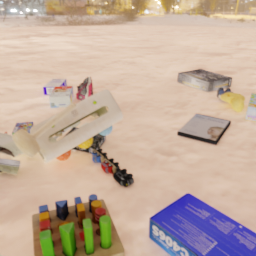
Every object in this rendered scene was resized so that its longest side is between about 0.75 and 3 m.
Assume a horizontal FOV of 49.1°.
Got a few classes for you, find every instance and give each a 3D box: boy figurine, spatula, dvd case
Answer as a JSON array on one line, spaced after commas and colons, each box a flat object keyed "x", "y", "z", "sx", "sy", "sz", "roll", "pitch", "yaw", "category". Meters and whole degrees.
[{"x": 4.611, "y": -1.259, "z": 12.284, "sx": 1.149, "sy": 0.596, "sz": 1.849, "roll": 3, "pitch": 26, "yaw": -11, "category": "boy figurine"}, {"x": -1.785, "y": 0.176, "z": 9.776, "sx": 1.421, "sy": 0.164, "sz": 2.043, "roll": 11, "pitch": 28, "yaw": 18, "category": "spatula"}, {"x": 2.785, "y": -0.004, "z": 10.129, "sx": 1.394, "sy": 0.171, "sz": 1.954, "roll": 15, "pitch": 29, "yaw": 28, "category": "dvd case"}]

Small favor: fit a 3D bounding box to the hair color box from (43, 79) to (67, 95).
[{"x": -3.666, "y": -2.076, "z": 14.149, "sx": 0.798, "sy": 0.473, "sz": 1.460, "roll": 1, "pitch": 27, "yaw": 4, "category": "hair color box"}]

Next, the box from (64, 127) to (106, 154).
[{"x": -1.435, "y": 0.390, "z": 9.053, "sx": 1.197, "sy": 0.261, "sz": 0.959, "roll": 11, "pitch": 29, "yaw": 12, "category": "box"}]

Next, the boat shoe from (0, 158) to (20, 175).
[{"x": -3.527, "y": 1.030, "z": 7.663, "sx": 1.271, "sy": 0.394, "sz": 0.458, "roll": 2, "pitch": -12, "yaw": 23, "category": "boat shoe"}]

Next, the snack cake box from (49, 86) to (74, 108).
[{"x": -3.003, "y": -1.431, "z": 12.712, "sx": 0.902, "sy": 0.527, "sz": 1.568, "roll": -4, "pitch": 25, "yaw": -4, "category": "snack cake box"}]

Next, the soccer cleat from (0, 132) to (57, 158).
[{"x": -3.158, "y": 0.549, "z": 8.422, "sx": 1.990, "sy": 0.690, "sz": 0.772, "roll": 4, "pitch": 53, "yaw": -23, "category": "soccer cleat"}]

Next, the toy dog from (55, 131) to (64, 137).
[{"x": -2.505, "y": 0.092, "z": 9.227, "sx": 0.989, "sy": 0.652, "sz": 0.476, "roll": -25, "pitch": 25, "yaw": -32, "category": "toy dog"}]

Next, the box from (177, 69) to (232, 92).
[{"x": 4.093, "y": -2.592, "z": 15.113, "sx": 1.806, "sy": 0.551, "sz": 2.281, "roll": -17, "pitch": 30, "yaw": -31, "category": "box"}]

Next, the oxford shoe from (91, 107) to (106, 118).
[{"x": -1.150, "y": -0.770, "z": 11.504, "sx": 0.635, "sy": 0.609, "sz": 1.722, "roll": 43, "pitch": 30, "yaw": 7, "category": "oxford shoe"}]

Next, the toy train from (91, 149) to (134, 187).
[{"x": -0.513, "y": 1.074, "z": 7.735, "sx": 0.436, "sy": 0.324, "sz": 1.902, "roll": -27, "pitch": 36, "yaw": -25, "category": "toy train"}]

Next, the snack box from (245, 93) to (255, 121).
[{"x": 5.605, "y": -0.767, "z": 11.209, "sx": 1.527, "sy": 0.613, "sz": 1.811, "roll": 13, "pitch": 28, "yaw": 24, "category": "snack box"}]

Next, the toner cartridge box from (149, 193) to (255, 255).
[{"x": 1.691, "y": 2.219, "z": 4.999, "sx": 1.227, "sy": 0.558, "sz": 2.583, "roll": -21, "pitch": 32, "yaw": -35, "category": "toner cartridge box"}]

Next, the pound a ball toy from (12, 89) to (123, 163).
[{"x": -1.521, "y": 0.087, "z": 7.753, "sx": 2.952, "sy": 1.254, "sz": 1.925, "roll": -32, "pitch": 4, "yaw": -22, "category": "pound a ball toy"}]

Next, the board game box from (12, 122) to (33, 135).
[{"x": -3.770, "y": 0.040, "z": 10.054, "sx": 0.606, "sy": 0.154, "sz": 0.895, "roll": -4, "pitch": 26, "yaw": -8, "category": "board game box"}]

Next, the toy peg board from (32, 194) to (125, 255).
[{"x": -1.065, "y": 1.859, "z": 5.502, "sx": 1.605, "sy": 0.785, "sz": 1.599, "roll": -8, "pitch": 27, "yaw": -18, "category": "toy peg board"}]

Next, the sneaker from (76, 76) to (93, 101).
[{"x": -2.074, "y": -1.908, "z": 13.380, "sx": 0.771, "sy": 0.832, "sz": 2.064, "roll": -5, "pitch": 26, "yaw": -5, "category": "sneaker"}]
